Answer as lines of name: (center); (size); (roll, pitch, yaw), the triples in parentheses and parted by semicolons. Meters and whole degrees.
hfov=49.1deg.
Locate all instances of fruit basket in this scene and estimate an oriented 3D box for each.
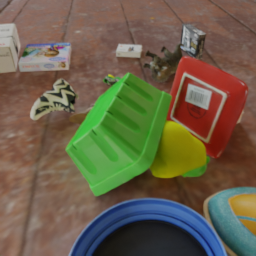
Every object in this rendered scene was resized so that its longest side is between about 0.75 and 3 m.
fruit basket: (0.370, 0.370, 6.562); (2.918, 2.105, 2.918); (28, 45, -32)

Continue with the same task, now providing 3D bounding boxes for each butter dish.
butter dish: (2.263, -0.640, 7.466); (1.555, 2.098, 2.104); (-12, 38, -37)

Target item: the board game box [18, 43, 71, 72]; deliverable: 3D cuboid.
board game box: (-3.302, -2.900, 11.372); (1.856, 0.382, 1.852); (-4, 39, -5)

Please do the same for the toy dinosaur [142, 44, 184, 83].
toy dinosaur: (1.428, -2.415, 10.537); (1.345, 1.013, 2.631); (41, 46, 22)

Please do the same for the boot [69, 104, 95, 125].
boot: (-1.159, -0.451, 8.406); (1.096, 0.385, 0.802); (0, 33, -1)

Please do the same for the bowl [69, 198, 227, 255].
bowl: (0.288, 2.319, 4.530); (2.592, 0.509, 2.592); (-7, 37, 6)

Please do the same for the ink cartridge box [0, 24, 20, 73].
ink cartridge box: (-5.410, -3.159, 11.148); (1.832, 1.057, 2.526); (-8, 40, -10)

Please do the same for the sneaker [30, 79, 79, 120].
sneaker: (-2.104, -0.627, 8.369); (0.982, 0.602, 1.509); (39, 71, 5)

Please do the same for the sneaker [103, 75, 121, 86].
sneaker: (-0.513, -1.595, 9.859); (0.866, 0.338, 0.369); (20, 50, 36)

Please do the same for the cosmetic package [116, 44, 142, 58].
cosmetic package: (0.047, -3.295, 11.971); (1.017, 0.263, 0.767); (4, 36, 5)

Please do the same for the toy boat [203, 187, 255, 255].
toy boat: (2.785, 1.417, 5.250); (2.447, 1.353, 2.911); (18, 42, 21)

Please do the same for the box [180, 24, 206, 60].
box: (2.676, -3.617, 11.723); (0.337, 1.067, 1.353); (-13, 41, -16)

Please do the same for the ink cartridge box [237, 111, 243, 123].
ink cartridge box: (2.934, -0.354, 8.144); (0.758, 0.475, 0.487); (-24, 45, -27)
